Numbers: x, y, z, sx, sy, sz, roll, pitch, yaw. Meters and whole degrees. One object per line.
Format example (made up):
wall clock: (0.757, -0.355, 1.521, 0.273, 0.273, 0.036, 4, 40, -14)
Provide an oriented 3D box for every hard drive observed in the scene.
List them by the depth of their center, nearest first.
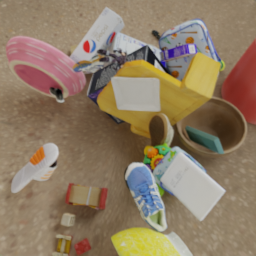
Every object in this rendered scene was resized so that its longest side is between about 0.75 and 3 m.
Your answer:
hard drive: (1.518, 1.396, 6.811, 1.409, 0.179, 0.930, 44, 110, 35)

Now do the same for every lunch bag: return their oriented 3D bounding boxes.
lunch bag: (1.467, 1.355, 8.022, 1.231, 1.531, 0.631, -49, 42, 1)
lunch bag: (2.297, -2.616, 10.238, 1.878, 2.344, 0.886, -18, 25, 24)

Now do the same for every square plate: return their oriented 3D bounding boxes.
square plate: (0.250, -0.953, 7.864, 1.293, 1.305, 0.186, 3, 54, 10)

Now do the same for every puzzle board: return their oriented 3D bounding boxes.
puzzle board: (-0.956, -3.065, 12.045, 2.990, 0.260, 2.253, -9, 45, -5)

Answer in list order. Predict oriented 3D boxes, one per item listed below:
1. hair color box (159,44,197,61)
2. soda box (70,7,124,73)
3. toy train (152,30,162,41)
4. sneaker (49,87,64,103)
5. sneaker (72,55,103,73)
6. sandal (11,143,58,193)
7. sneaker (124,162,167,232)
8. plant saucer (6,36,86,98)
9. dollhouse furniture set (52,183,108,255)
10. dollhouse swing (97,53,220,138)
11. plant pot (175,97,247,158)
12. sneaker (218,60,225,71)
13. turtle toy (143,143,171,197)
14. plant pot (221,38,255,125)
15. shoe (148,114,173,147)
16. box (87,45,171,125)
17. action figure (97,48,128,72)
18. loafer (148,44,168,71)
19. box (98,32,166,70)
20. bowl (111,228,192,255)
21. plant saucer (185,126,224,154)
hair color box: (1.551, -2.338, 8.725, 1.021, 0.331, 0.558, -6, 8, 45)
soda box: (-1.068, -3.009, 9.748, 0.688, 0.736, 2.160, 39, 95, 7)
toy train: (1.528, -4.222, 13.134, 0.281, 0.209, 1.226, -20, 57, -27)
sneaker: (-2.377, -1.200, 9.345, 0.280, 0.382, 0.843, -16, 46, -34)
sneaker: (-1.101, -1.711, 7.964, 0.991, 0.437, 0.373, -26, 52, -25)
sandal: (-2.630, 1.245, 8.263, 2.137, 0.613, 0.819, -39, 43, 22)
sneaker: (0.493, 1.630, 6.626, 0.717, 1.893, 0.729, -29, 23, -11)
plant saucer: (-2.918, -1.895, 9.685, 2.874, 2.874, 0.729, 18, 71, 12)
dollhouse furniture set: (-1.348, 2.712, 8.237, 1.116, 0.843, 2.073, 9, 74, 5)
dollhouse swing: (0.861, -1.377, 8.980, 2.494, 2.837, 2.578, 37, 50, -11)
plant pot: (2.756, 0.122, 9.674, 2.328, 1.075, 2.328, -1, 56, 1)
sneaker: (3.461, -2.917, 12.039, 0.613, 0.543, 1.467, -34, 63, -25)
turtle toy: (0.966, 1.335, 8.758, 1.290, 0.895, 1.770, 12, 83, 13)
plant pot: (5.215, -1.935, 10.162, 2.928, 2.590, 2.928, 0, 56, 0)
shoe: (1.076, 0.190, 9.048, 0.549, 2.056, 0.719, -36, 60, -24)
box: (0.105, -1.318, 9.175, 2.303, 1.704, 1.201, -21, 43, 32)
action figure: (-0.363, -1.921, 7.779, 1.037, 0.360, 0.675, 2, 84, -46)
loafer: (1.267, -2.231, 10.950, 0.776, 0.887, 2.468, 4, 60, -30)
box: (0.084, -2.130, 10.063, 1.949, 1.793, 1.023, 19, 54, -17)
bowl: (0.828, 3.295, 6.608, 1.354, 2.515, 2.515, -33, 62, -12)
plant saucer: (2.375, 0.377, 8.941, 0.162, 0.599, 1.712, -33, 22, -12)
